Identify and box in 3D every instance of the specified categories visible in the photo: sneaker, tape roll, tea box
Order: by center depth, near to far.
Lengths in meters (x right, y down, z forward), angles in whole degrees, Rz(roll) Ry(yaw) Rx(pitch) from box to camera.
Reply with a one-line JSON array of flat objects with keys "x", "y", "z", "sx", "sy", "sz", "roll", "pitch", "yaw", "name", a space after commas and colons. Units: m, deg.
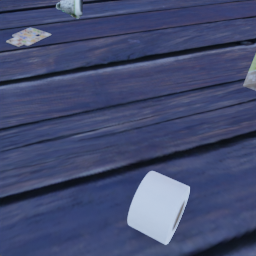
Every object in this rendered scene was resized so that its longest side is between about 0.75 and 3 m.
[{"x": 3.021, "y": -1.356, "z": 3.948, "sx": 1.429, "sy": 2.104, "sz": 2.138, "roll": 21, "pitch": 7, "yaw": -1, "name": "tea box"}, {"x": 0.546, "y": 1.355, "z": 4.831, "sx": 0.716, "sy": 1.043, "sz": 1.043, "roll": 21, "pitch": 46, "yaw": 22, "name": "tape roll"}, {"x": -1.175, "y": -2.428, "z": 5.554, "sx": 0.479, "sy": 0.416, "sz": 1.081, "roll": 1, "pitch": 15, "yaw": -15, "name": "sneaker"}]

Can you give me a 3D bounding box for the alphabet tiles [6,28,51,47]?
[{"x": -3.981, "y": -3.574, "z": 11.029, "sx": 1.200, "sy": 0.054, "sz": 1.436, "roll": 24, "pitch": 47, "yaw": 24, "name": "alphabet tiles"}]
